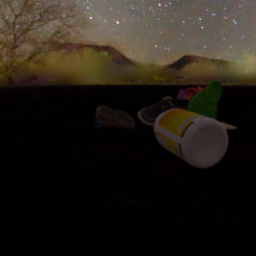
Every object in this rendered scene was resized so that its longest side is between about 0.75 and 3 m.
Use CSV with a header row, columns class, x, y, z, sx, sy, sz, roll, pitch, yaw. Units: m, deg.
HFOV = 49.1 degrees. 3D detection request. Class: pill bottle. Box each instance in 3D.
class,x,y,z,sx,sy,sz,roll,pitch,yaw
pill bottle,1.646,0.181,8.141,1.329,1.329,2.433,-4,14,-17

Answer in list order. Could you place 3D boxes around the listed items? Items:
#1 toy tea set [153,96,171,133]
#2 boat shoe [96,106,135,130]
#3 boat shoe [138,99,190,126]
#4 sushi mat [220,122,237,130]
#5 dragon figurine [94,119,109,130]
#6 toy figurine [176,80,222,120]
class,x,y,z,sx,sy,sz,roll,pitch,yaw
toy tea set,1.528,-0.559,11.278,1.240,0.772,2.085,-3,47,0
boat shoe,-0.568,-0.376,12.104,1.798,0.645,0.681,25,52,-10
boat shoe,1.366,-0.690,10.237,2.333,0.756,0.839,-12,61,-38
sushi mat,3.153,-0.029,12.268,2.816,0.170,1.347,-2,11,-11
dragon figurine,-1.227,-0.247,12.798,0.700,0.414,1.407,-1,13,-7
toy figurine,2.442,-1.033,11.741,1.752,2.334,2.148,33,-7,-37
